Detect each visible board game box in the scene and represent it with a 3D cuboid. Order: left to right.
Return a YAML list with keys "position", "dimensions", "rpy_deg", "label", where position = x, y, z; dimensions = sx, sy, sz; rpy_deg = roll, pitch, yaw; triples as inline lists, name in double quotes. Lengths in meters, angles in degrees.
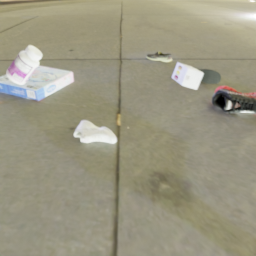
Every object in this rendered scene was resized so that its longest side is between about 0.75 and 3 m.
- position: [-4.538, -2.274, 13.597]
  dimensions: [2.673, 0.580, 2.660]
  rpy_deg: [14, 34, 22]
  label: "board game box"

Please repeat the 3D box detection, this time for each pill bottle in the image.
- position: [-3.620, -2.217, 9.842]
  dimensions: [0.741, 1.319, 0.741]
  rpy_deg: [39, 21, -18]
  label: "pill bottle"

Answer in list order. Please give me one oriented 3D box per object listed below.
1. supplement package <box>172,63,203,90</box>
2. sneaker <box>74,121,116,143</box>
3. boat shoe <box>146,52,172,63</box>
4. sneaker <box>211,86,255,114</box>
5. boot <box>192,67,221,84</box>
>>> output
- position: [2.086, -1.859, 9.973]
  dimensions: [0.609, 0.632, 1.111]
  rpy_deg: [13, 20, -16]
  label: "supplement package"
- position: [-1.135, 0.304, 9.552]
  dimensions: [1.609, 0.602, 0.801]
  rpy_deg: [17, 52, 29]
  label: "sneaker"
- position: [1.904, -4.409, 17.133]
  dimensions: [1.658, 0.545, 0.592]
  rpy_deg: [17, 35, 26]
  label: "boat shoe"
- position: [4.486, -0.970, 11.181]
  dimensions: [2.522, 0.892, 1.232]
  rpy_deg: [21, 37, 34]
  label: "sneaker"
- position: [3.787, -2.892, 14.583]
  dimensions: [2.090, 0.708, 1.365]
  rpy_deg: [11, 28, 15]
  label: "boot"
